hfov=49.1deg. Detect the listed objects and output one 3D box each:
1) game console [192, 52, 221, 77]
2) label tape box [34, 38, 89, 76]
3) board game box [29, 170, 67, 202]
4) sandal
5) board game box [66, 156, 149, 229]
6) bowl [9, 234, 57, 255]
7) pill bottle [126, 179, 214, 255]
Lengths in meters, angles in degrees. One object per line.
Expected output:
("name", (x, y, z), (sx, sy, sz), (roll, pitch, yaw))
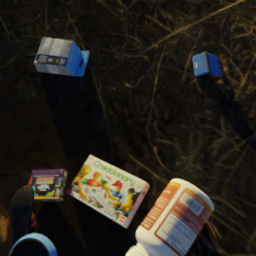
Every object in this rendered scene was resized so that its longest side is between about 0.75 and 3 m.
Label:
("game console", (3.586, -2.804, 12.835), (0.999, 0.693, 1.171), (-15, 60, 28))
("label tape box", (-2.973, -3.213, 12.711), (2.116, 0.699, 1.516), (7, 64, 5))
("board game box", (-2.925, 2.088, 10.137), (1.318, 0.374, 1.090), (-5, 63, 16))
("sandal", (-3.605, 3.226, 9.734), (0.894, 0.536, 2.380), (-5, 77, 20))
("board game box", (-0.739, 2.156, 9.823), (2.537, 0.439, 1.602), (21, 69, 28))
("bowl", (-3.064, 4.260, 8.919), (1.646, 0.323, 1.646), (-3, 80, 14))
("pill bottle", (1.302, 3.265, 9.024), (1.660, 1.660, 2.960), (35, 72, 16))
